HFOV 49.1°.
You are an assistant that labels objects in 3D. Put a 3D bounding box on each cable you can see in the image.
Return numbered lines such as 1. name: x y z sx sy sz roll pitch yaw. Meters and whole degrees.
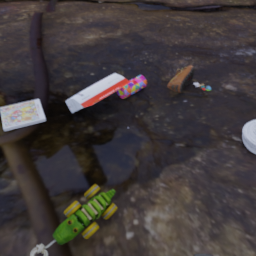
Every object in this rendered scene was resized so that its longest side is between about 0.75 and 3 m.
1. cable: 4.828 0.343 9.844 1.611 0.558 1.610 -2 43 -1

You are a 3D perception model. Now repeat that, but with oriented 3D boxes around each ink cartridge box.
1. ink cartridge box: -1.062 -1.428 10.511 2.133 0.749 2.625 -34 7 -23

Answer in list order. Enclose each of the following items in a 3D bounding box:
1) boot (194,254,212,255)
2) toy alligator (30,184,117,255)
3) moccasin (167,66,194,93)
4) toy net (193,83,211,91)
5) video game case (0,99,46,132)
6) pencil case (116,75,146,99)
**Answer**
1. boot: 1.297 3.742 5.827 2.230 0.772 1.941 -4 41 -9
2. toy alligator: -1.219 2.379 7.161 0.935 0.678 2.821 46 51 7
3. moccasin: 2.390 -2.240 12.559 0.809 0.766 2.095 19 48 25
4. toy net: 3.298 -1.810 12.595 0.813 0.157 0.426 20 48 24
5. video game case: -4.192 -0.541 11.120 1.566 0.179 1.426 -16 44 -17
6. pencil case: 0.139 -1.808 12.230 1.444 0.638 0.638 -29 49 -33
